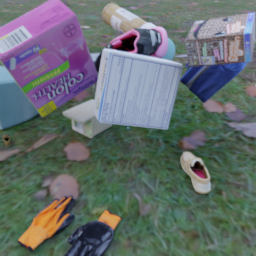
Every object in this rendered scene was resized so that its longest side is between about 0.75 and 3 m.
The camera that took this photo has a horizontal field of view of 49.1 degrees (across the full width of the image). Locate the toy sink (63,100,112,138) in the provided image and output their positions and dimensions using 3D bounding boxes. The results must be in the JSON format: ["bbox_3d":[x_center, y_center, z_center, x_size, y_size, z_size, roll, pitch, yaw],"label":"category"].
[{"bbox_3d":[-1.477,-0.282,10.364,1.043,0.897,1.600,22,34,29],"label":"toy sink"}]

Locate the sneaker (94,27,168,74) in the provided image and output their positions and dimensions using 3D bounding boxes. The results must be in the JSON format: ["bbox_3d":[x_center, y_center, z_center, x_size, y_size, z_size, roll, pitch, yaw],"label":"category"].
[{"bbox_3d":[-0.261,-2.272,8.349,1.366,1.132,2.864,-12,-2,-44],"label":"sneaker"}]

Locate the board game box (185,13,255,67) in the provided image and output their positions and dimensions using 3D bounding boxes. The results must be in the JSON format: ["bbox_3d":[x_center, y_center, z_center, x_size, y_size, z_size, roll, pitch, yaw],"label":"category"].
[{"bbox_3d":[2.131,-2.003,6.413,1.374,0.665,1.095,1,41,27],"label":"board game box"}]

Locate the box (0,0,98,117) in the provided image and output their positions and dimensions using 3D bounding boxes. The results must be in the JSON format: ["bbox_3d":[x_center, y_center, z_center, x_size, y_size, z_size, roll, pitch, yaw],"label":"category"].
[{"bbox_3d":[-2.277,-1.910,8.000,2.169,2.466,1.192,-35,58,-12],"label":"box"}]

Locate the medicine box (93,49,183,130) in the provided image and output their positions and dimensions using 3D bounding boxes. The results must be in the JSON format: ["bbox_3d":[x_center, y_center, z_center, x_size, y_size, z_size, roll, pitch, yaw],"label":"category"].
[{"bbox_3d":[0.210,-1.010,7.403,1.947,1.773,1.002,6,18,-18],"label":"medicine box"}]

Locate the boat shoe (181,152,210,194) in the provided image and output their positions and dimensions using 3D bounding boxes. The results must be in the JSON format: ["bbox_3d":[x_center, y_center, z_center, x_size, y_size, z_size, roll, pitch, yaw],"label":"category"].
[{"bbox_3d":[2.043,1.186,8.383,0.618,0.580,1.677,-7,34,-10],"label":"boat shoe"}]

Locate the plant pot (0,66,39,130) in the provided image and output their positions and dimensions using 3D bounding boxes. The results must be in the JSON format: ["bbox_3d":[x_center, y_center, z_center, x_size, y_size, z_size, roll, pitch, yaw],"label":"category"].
[{"bbox_3d":[-4.428,-1.372,11.190,1.992,1.956,1.951,-16,36,-31],"label":"plant pot"}]

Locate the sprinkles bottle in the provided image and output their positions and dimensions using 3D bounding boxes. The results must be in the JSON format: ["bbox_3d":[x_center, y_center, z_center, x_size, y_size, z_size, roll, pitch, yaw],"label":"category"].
[{"bbox_3d":[0.051,-3.712,10.160,0.847,0.847,2.482,-23,49,-31],"label":"sprinkles bottle"}]

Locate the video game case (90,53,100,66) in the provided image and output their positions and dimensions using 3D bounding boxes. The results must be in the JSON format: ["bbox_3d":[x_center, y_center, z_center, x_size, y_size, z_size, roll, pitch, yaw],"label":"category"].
[{"bbox_3d":[-0.941,-2.888,12.218,1.479,0.371,1.632,-7,1,-9],"label":"video game case"}]

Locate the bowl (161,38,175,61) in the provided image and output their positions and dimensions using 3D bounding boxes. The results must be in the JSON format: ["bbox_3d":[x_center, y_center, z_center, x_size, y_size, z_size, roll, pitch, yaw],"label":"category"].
[{"bbox_3d":[0.865,-3.159,11.262,1.835,0.960,1.835,-13,62,25],"label":"bowl"}]

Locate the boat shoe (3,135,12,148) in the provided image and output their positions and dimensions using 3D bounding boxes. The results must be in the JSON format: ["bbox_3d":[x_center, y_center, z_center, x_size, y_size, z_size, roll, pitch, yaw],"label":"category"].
[{"bbox_3d":[-4.266,0.405,9.880,0.272,0.257,0.757,-19,38,-27],"label":"boat shoe"}]

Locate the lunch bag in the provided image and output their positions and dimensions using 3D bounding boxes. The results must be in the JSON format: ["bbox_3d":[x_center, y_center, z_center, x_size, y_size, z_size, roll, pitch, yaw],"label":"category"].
[{"bbox_3d":[2.634,-1.903,9.060,1.341,2.027,1.377,45,44,2],"label":"lunch bag"}]

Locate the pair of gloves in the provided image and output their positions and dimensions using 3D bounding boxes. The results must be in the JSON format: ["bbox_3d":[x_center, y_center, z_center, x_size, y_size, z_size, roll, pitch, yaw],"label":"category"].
[{"bbox_3d":[-1.364,2.461,6.753,2.027,0.251,1.806,17,36,20],"label":"pair of gloves"}]
